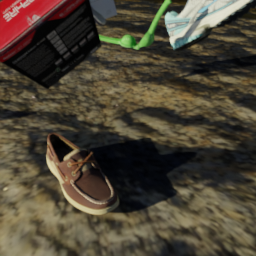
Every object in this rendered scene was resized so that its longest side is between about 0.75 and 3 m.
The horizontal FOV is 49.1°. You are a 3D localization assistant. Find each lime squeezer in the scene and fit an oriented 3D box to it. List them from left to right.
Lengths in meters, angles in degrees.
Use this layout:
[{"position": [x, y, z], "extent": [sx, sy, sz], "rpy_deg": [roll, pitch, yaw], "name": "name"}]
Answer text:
[{"position": [0.096, -2.386, 7.136], "extent": [2.453, 0.866, 0.463], "rpy_deg": [-10, 46, 35], "name": "lime squeezer"}]

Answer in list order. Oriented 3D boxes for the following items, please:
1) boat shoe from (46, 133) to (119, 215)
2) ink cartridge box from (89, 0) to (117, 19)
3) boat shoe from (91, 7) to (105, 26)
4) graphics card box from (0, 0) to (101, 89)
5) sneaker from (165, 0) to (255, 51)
[{"position": [-1.115, 0.872, 6.126], "extent": [0.903, 0.901, 2.502], "rpy_deg": [-21, 38, -29], "name": "boat shoe"}, {"position": [-1.975, -4.445, 9.076], "extent": [2.618, 2.299, 1.098], "rpy_deg": [-25, 38, -11], "name": "ink cartridge box"}, {"position": [-1.150, -3.423, 8.614], "extent": [0.471, 0.407, 1.296], "rpy_deg": [-5, 47, -50], "name": "boat shoe"}, {"position": [-1.289, -1.519, 4.758], "extent": [1.542, 0.625, 2.458], "rpy_deg": [-39, -2, 0], "name": "graphics card box"}, {"position": [2.084, -3.101, 7.066], "extent": [2.833, 1.223, 1.100], "rpy_deg": [-24, 4, 38], "name": "sneaker"}]
